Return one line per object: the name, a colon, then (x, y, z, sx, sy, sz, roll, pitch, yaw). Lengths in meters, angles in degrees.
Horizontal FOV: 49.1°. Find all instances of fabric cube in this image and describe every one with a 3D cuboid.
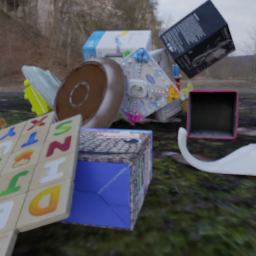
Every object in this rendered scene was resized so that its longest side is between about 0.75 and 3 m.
fabric cube: (2.939, -0.531, 9.816, 1.603, 1.573, 1.598, 3, 9, 17)

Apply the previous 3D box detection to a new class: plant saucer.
plant saucer: (-2.944, -1.485, 11.207, 0.724, 2.885, 2.885, -41, 14, 0)
plant saucer: (-1.351, -0.923, 8.430, 2.891, 2.891, 0.464, 8, -13, 40)

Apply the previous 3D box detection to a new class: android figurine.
android figurine: (-3.880, -1.268, 12.247, 0.445, 1.974, 2.169, -34, 13, -36)

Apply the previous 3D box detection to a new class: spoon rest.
spoon rest: (2.265, 0.662, 6.023, 2.522, 0.765, 1.253, 14, 12, 3)

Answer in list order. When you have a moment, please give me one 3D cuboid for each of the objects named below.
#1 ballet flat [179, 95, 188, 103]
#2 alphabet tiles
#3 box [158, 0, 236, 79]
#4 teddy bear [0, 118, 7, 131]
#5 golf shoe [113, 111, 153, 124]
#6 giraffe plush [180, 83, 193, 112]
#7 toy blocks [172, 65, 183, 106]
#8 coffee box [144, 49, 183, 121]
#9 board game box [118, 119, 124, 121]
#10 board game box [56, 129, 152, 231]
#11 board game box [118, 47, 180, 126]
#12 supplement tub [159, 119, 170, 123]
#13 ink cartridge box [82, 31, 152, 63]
ballet flat: (2.495, -1.335, 12.546, 0.949, 0.326, 0.299, -19, -22, -46)
alphabet tiles: (-1.720, 0.664, 3.305, 2.395, 0.091, 2.878, -18, 29, 5)
box: (2.263, -2.742, 9.012, 1.810, 1.141, 1.842, -33, -23, 19)
teddy bear: (-4.927, 0.123, 9.453, 1.147, 0.528, 1.582, -3, 15, 26)
golf shoe: (-0.044, -0.806, 12.283, 2.609, 1.194, 0.983, 3, 11, -8)
giraffe plush: (2.278, -1.490, 13.859, 2.250, 2.394, 2.774, 3, 19, -34)
toy blocks: (1.860, -1.639, 10.936, 0.529, 1.456, 1.213, 0, 28, 3)
coffee box: (0.961, -1.521, 10.149, 0.941, 2.358, 1.333, -28, 21, -27)
board game box: (-1.188, -1.110, 13.762, 2.612, 0.368, 1.767, 3, 47, 20)
board game box: (-0.503, 0.676, 4.635, 1.585, 0.963, 1.988, 2, 11, 11)
board game box: (0.275, -1.216, 8.981, 2.042, 2.041, 0.264, -31, 26, 28)
supplement tub: (1.596, -0.502, 12.270, 0.501, 0.501, 0.817, 1, 7, 8)
ink cartridge box: (-0.336, -2.936, 12.074, 2.591, 1.901, 1.892, 3, 38, 11)
